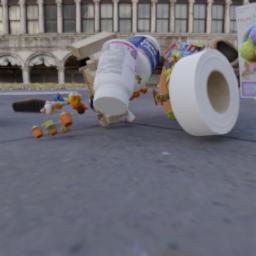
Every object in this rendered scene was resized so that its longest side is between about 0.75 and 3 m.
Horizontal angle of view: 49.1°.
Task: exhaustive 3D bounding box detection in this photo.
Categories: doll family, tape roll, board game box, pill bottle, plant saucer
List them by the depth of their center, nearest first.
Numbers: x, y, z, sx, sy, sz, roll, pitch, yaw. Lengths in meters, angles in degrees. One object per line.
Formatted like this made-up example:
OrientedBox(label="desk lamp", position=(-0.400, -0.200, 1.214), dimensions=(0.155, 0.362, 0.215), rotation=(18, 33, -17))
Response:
OrientedBox(label="pill bottle", position=(-0.316, -1.260, 7.041), dimensions=(0.989, 1.745, 0.989), rotation=(7, -28, 3))
OrientedBox(label="tape roll", position=(2.089, -0.902, 7.458), dimensions=(2.231, 2.231, 0.780), rotation=(-9, 1, -42))
OrientedBox(label="doll family", position=(-2.170, -0.886, 9.584), dimensions=(1.668, 0.752, 1.035), rotation=(-3, 31, -9))
OrientedBox(label="pill bottle", position=(-1.011, -1.085, 9.966), dimensions=(0.773, 0.773, 1.382), rotation=(-1, -15, -8))
OrientedBox(label="pill bottle", position=(0.343, -2.503, 10.238), dimensions=(1.519, 1.519, 2.734), rotation=(3, 32, 17))
OrientedBox(label="board game box", position=(1.959, -2.586, 10.269), dimensions=(1.293, 0.399, 1.292), rotation=(20, 63, 40))
OrientedBox(label="plant saucer", position=(2.042, -1.882, 11.572), dimensions=(0.477, 2.957, 2.957), rotation=(5, 7, -22))
OrientedBox(label="doll family", position=(0.117, -1.795, 12.590), dimensions=(1.385, 1.006, 2.231), rotation=(13, 25, 18))

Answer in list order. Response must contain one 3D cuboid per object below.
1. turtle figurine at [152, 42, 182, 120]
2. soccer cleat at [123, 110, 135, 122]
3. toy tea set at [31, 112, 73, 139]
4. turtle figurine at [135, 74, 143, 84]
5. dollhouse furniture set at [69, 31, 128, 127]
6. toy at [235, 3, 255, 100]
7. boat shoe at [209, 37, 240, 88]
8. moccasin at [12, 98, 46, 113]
OrientedBox(label="turtle figurine", position=(1.416, -1.215, 8.866), dimensions=(0.805, 2.500, 2.016), rotation=(8, 43, -11))
OrientedBox(label="soccer cleat", position=(-0.120, -0.526, 10.007), dimensions=(0.349, 0.432, 1.000), rotation=(-41, 36, -8))
OrientedBox(label="toy tea set", position=(-2.093, -0.105, 7.799), dimensions=(1.195, 0.442, 0.710), rotation=(-12, -28, -40))
OrientedBox(label="turtle figurine", position=(0.192, -1.617, 8.570), dimensions=(0.244, 0.610, 0.757), rotation=(-38, 27, 17))
OrientedBox(label="dollhouse furniture set", position=(-0.556, -1.333, 8.555), dimensions=(1.216, 2.747, 1.424), rotation=(-27, 33, -17))
OrientedBox(label="toy", position=(3.198, -1.800, 6.826), dimensions=(0.556, 2.357, 1.357), rotation=(-26, 22, -33))
OrientedBox(label="boat shoe", position=(3.318, -1.947, 8.737), dimensions=(2.106, 0.798, 0.756), rotation=(45, 19, -2))
OrientedBox(label="moccasin", position=(-4.822, -1.141, 14.311), dimensions=(2.126, 0.777, 0.821), rotation=(-7, 16, 18))
